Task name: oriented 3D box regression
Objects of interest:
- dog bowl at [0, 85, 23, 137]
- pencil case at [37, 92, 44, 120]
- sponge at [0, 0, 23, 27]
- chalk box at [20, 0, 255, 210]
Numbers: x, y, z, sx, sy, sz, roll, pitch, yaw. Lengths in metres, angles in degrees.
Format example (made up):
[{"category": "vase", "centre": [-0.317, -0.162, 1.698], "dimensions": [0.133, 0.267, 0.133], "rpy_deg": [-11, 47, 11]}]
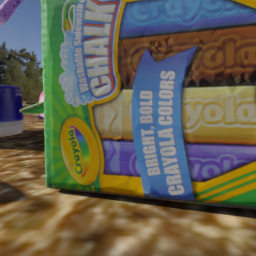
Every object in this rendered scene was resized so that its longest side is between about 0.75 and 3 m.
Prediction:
[{"category": "dog bowl", "centre": [-3.949, -0.407, 6.480], "dimensions": [2.840, 1.118, 2.840], "rpy_deg": [0, 5, 0]}, {"category": "pencil case", "centre": [-2.452, -0.934, 12.342], "dimensions": [2.925, 1.279, 1.279], "rpy_deg": [-6, 8, -44]}, {"category": "sponge", "centre": [-2.718, -3.094, 6.736], "dimensions": [1.039, 1.863, 0.278], "rpy_deg": [-5, -38, 47]}, {"category": "chalk box", "centre": [0.241, -0.326, 2.711], "dimensions": [2.604, 1.614, 1.625], "rpy_deg": [2, 5, 20]}]
